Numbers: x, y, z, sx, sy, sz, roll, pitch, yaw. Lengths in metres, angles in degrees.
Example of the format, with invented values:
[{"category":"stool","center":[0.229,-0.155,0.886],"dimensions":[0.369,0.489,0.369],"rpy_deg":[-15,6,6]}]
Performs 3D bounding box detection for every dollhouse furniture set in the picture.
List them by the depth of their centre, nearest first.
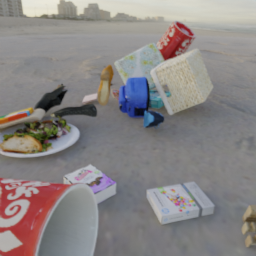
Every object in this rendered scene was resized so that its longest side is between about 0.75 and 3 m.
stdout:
[{"category":"dollhouse furniture set","center":[2.752,2.132,5.861],"dimensions":[0.733,0.556,0.836],"rpy_deg":[1,46,1]}]

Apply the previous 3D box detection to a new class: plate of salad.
[{"category":"plate of salad","center":[-3.197,0.186,9.816],"dimensions":[2.927,0.703,2.927],"rpy_deg":[-1,23,0]}]

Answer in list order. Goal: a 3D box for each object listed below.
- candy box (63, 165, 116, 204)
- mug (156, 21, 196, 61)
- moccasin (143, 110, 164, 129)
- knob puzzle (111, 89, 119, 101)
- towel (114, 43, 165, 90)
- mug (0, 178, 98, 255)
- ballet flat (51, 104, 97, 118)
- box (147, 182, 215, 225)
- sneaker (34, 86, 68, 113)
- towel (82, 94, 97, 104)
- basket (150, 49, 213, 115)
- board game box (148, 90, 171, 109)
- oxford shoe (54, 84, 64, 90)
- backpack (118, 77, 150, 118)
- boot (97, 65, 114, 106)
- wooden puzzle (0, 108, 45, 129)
[{"category":"candy box","center":[-0.993,1.470,7.186],"dimensions":[0.898,0.383,1.071],"rpy_deg":[-21,36,-39]},{"category":"mug","center":[2.439,-4.238,15.612],"dimensions":[1.809,2.712,2.407],"rpy_deg":[19,41,-23]},{"category":"moccasin","center":[0.936,-0.255,10.455],"dimensions":[0.638,0.753,1.872],"rpy_deg":[3,8,-3]},{"category":"knob puzzle","center":[-0.482,-1.651,13.855],"dimensions":[0.932,0.129,0.932],"rpy_deg":[24,42,-24]},{"category":"towel","center":[0.809,-2.934,14.281],"dimensions":[2.415,2.067,0.581],"rpy_deg":[-28,1,-3]},{"category":"mug","center":[-2.357,1.852,4.581],"dimensions":[2.944,1.964,2.613],"rpy_deg":[5,22,19]},{"category":"ballet flat","center":[-2.145,-0.552,10.972],"dimensions":[1.876,0.533,0.623],"rpy_deg":[-7,21,10]},{"category":"box","center":[1.226,1.772,6.743],"dimensions":[1.316,0.271,1.026],"rpy_deg":[-7,25,-14]},{"category":"sneaker","center":[-3.361,-1.134,12.249],"dimensions":[0.929,0.535,1.781],"rpy_deg":[-1,47,20]},{"category":"towel","center":[-1.879,-1.465,13.965],"dimensions":[0.741,0.125,0.776],"rpy_deg":[-12,26,10]},{"category":"basket","center":[2.473,-2.088,12.458],"dimensions":[1.762,2.171,2.190],"rpy_deg":[-17,15,34]},{"category":"board game box","center":[1.303,-1.430,13.789],"dimensions":[1.292,0.402,1.712],"rpy_deg":[11,25,31]},{"category":"oxford shoe","center":[-3.964,-2.284,15.899],"dimensions":[0.310,0.329,0.880],"rpy_deg":[7,25,16]},{"category":"backpack","center":[0.269,-1.287,11.688],"dimensions":[1.334,1.590,1.292],"rpy_deg":[-3,59,-7]},{"category":"boot","center":[-0.965,-1.973,12.942],"dimensions":[0.588,1.672,1.197],"rpy_deg":[12,33,9]},{"category":"wooden puzzle","center":[-4.366,-0.371,10.687],"dimensions":[2.153,0.401,1.992],"rpy_deg":[-13,14,-8]}]
